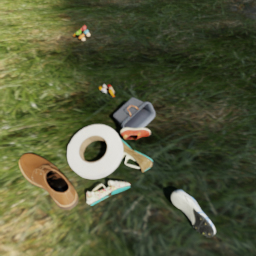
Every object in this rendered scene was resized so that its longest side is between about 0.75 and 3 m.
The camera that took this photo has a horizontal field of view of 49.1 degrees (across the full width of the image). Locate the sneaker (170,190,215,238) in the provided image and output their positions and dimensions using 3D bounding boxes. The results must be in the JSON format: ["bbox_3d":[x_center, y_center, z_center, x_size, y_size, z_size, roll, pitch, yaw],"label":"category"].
[{"bbox_3d":[2.128,2.676,8.972,0.642,0.637,1.772,-13,50,-45],"label":"sneaker"}]

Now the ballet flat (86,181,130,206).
[{"bbox_3d":[-0.702,2.090,9.478,1.584,0.599,0.506,-20,69,-21],"label":"ballet flat"}]

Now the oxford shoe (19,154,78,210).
[{"bbox_3d":[-2.837,1.585,9.725,2.892,1.031,1.032,30,55,28],"label":"oxford shoe"}]

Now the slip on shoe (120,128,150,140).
[{"bbox_3d":[0.325,0.276,11.133,1.403,0.520,0.429,1,58,-38],"label":"slip on shoe"}]

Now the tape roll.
[{"bbox_3d":[-1.239,0.859,10.394,2.109,0.385,2.109,-6,61,11],"label":"tape roll"}]

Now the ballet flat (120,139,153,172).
[{"bbox_3d":[0.018,1.046,10.599,1.920,0.651,0.695,33,76,23],"label":"ballet flat"}]

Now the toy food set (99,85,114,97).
[{"bbox_3d":[-0.977,-1.795,13.494,0.885,0.398,0.423,17,60,39],"label":"toy food set"}]

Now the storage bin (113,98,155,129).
[{"bbox_3d":[0.141,-0.556,11.608,1.541,1.122,1.035,-44,47,-11],"label":"storage bin"}]

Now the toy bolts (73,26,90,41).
[{"bbox_3d":[-2.815,-5.685,17.163,0.943,0.654,0.901,-49,22,-25],"label":"toy bolts"}]
